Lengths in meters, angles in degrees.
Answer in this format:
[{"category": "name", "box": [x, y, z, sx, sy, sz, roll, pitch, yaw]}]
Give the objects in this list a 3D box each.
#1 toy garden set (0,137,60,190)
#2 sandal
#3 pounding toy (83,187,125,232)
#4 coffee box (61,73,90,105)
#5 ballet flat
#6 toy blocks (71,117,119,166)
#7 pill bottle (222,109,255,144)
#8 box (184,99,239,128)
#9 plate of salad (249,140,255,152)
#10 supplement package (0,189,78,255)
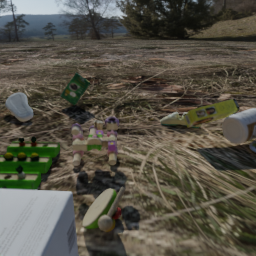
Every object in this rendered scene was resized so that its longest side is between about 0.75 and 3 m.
[{"category": "toy garden set", "box": [-3.009, 0.808, 6.103, 2.325, 0.557, 2.789, 1, 21, 2]}, {"category": "sandal", "box": [-3.928, -0.682, 10.143, 0.780, 0.471, 1.918, -24, 41, -17]}, {"category": "pounding toy", "box": [-0.299, 1.424, 4.614, 0.757, 0.455, 0.981, -54, 12, -29]}, {"category": "coffee box", "box": [-2.092, -1.542, 11.131, 0.688, 1.119, 0.246, 33, 9, -15]}, {"category": "ballet flat", "box": [1.714, -0.307, 9.120, 1.344, 0.467, 0.467, 5, 22, 14]}, {"category": "toy blocks", "box": [-0.792, 0.156, 6.796, 1.140, 1.220, 1.027, 0, 30, -3]}, {"category": "pill bottle", "box": [3.401, -0.105, 7.779, 1.400, 0.800, 0.800, -17, 26, -24]}, {"category": "box", "box": [2.380, -0.420, 7.989, 1.474, 0.369, 0.555, -16, -15, -14]}, {"category": "plate of salad", "box": [3.854, 0.408, 7.239, 1.330, 0.319, 1.330, -10, 16, 3]}, {"category": "supplement package", "box": [-1.763, 1.539, 3.301, 2.058, 1.247, 1.232, 2, 21, 4]}]
